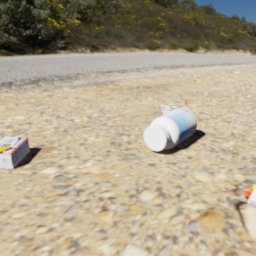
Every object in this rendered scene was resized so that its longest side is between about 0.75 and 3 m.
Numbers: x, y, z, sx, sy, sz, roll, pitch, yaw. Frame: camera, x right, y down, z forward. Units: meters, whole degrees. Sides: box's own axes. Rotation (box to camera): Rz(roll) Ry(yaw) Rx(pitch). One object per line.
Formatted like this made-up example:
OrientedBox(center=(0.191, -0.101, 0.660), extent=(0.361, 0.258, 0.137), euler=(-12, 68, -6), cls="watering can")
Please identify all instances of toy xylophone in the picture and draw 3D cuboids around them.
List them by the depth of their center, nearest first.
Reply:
OrientedBox(center=(4.341, 1.986, 8.425), extent=(1.700, 0.427, 1.245), euler=(-17, 38, -40), cls="toy xylophone")

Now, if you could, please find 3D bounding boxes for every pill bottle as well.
OrientedBox(center=(1.825, 0.075, 12.077), extent=(1.397, 1.397, 2.570), euler=(15, 25, 35), cls="pill bottle")

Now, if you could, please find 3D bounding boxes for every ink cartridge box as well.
OrientedBox(center=(-4.797, 0.948, 10.881), extent=(1.341, 0.641, 1.528), euler=(1, 21, 4), cls="ink cartridge box")

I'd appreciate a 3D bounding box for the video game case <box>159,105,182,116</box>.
OrientedBox(center=(2.579, -1.007, 16.403), extent=(1.365, 0.270, 1.506), euler=(4, 22, 0), cls="video game case")
